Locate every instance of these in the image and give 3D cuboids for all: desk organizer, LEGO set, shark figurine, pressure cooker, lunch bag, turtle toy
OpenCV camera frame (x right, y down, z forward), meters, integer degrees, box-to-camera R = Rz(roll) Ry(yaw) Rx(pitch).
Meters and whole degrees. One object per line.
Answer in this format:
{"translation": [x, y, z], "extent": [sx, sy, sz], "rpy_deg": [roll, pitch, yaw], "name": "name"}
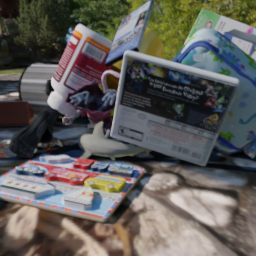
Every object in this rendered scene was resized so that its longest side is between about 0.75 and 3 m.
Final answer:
{"translation": [-4.974, -0.615, 10.866], "extent": [2.446, 0.942, 0.877], "rpy_deg": [-1, 15, -5], "name": "desk organizer"}
{"translation": [-2.530, 0.535, 7.972], "extent": [1.259, 0.309, 0.940], "rpy_deg": [15, 39, 38], "name": "LEGO set"}
{"translation": [-0.424, 0.308, 7.430], "extent": [2.437, 1.017, 1.456], "rpy_deg": [2, 16, 16], "name": "shark figurine"}
{"translation": [-2.855, -1.537, 11.760], "extent": [2.662, 2.378, 2.341], "rpy_deg": [7, 46, 22], "name": "pressure cooker"}
{"translation": [2.233, -0.763, 7.062], "extent": [2.918, 2.345, 1.203], "rpy_deg": [36, 45, -7], "name": "lunch bag"}
{"translation": [-0.944, -1.107, 11.390], "extent": [1.118, 1.534, 0.775], "rpy_deg": [-40, 33, -6], "name": "turtle toy"}

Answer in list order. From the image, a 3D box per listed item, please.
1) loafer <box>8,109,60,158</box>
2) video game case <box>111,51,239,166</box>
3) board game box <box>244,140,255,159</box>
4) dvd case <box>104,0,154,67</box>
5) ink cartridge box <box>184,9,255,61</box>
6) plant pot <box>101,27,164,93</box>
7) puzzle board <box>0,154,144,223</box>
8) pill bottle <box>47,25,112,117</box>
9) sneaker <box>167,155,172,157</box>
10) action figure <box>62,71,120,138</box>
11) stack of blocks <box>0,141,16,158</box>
{"translation": [-2.423, 0.133, 7.800], "extent": [0.758, 0.733, 2.158], "rpy_deg": [31, 31, -2], "name": "loafer"}
{"translation": [0.929, -0.389, 6.522], "extent": [2.497, 2.270, 0.292], "rpy_deg": [17, 33, 9], "name": "video game case"}
{"translation": [3.511, 0.307, 7.589], "extent": [0.245, 0.860, 0.878], "rpy_deg": [35, 23, 7], "name": "board game box"}
{"translation": [0.022, -2.320, 6.911], "extent": [0.143, 1.629, 1.162], "rpy_deg": [34, -31, -33], "name": "dvd case"}
{"translation": [3.030, -2.062, 8.500], "extent": [2.702, 1.963, 1.182], "rpy_deg": [28, 2, 12], "name": "ink cartridge box"}
{"translation": [0.129, -2.759, 11.813], "extent": [2.789, 2.789, 2.623], "rpy_deg": [14, 63, 43], "name": "plant pot"}
{"translation": [-1.303, 1.073, 5.948], "extent": [2.814, 0.245, 2.121], "rpy_deg": [5, 16, 20], "name": "puzzle board"}
{"translation": [-1.562, -1.810, 9.276], "extent": [1.553, 2.749, 1.553], "rpy_deg": [29, 14, -8], "name": "pill bottle"}
{"translation": [1.108, 0.035, 7.837], "extent": [0.831, 1.252, 2.201], "rpy_deg": [-14, 21, -43], "name": "sneaker"}
{"translation": [-0.995, -0.623, 8.688], "extent": [1.681, 1.868, 2.509], "rpy_deg": [31, -12, 10], "name": "action figure"}
{"translation": [-3.484, 0.515, 7.455], "extent": [0.921, 0.530, 0.270], "rpy_deg": [-2, 15, -10], "name": "stack of blocks"}
